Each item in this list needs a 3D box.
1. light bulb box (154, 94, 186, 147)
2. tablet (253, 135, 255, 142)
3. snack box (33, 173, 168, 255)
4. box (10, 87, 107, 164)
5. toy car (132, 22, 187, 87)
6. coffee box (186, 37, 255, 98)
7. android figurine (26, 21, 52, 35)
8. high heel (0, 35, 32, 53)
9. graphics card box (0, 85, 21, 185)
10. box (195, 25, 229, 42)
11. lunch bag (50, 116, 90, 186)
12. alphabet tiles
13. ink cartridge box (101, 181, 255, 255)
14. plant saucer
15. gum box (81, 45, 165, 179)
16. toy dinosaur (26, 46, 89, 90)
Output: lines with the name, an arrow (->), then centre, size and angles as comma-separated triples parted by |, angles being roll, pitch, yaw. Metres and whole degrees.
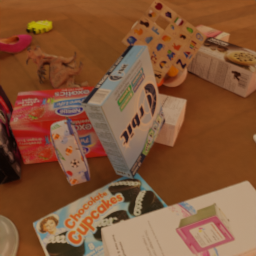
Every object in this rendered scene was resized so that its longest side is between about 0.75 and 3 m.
light bulb box -> 0.881, -0.309, 8.305 | 1.350, 0.843, 1.338 | 15, 43, 17
tablet -> 4.588, 0.971, 7.332 | 1.648, 0.173, 2.532 | -4, 40, -5
snack box -> -0.477, 2.018, 5.858 | 2.548, 0.473, 1.480 | -24, 46, -25
box -> -1.434, -0.120, 7.602 | 2.942, 1.467, 1.405 | -5, 41, -6
toy car -> 0.767, -2.453, 10.242 | 1.910, 2.229, 2.547 | -36, 41, 14
coffee box -> 3.701, -2.379, 10.557 | 1.520, 1.073, 2.689 | -31, 49, -31
android figurine -> -4.569, -5.267, 14.581 | 1.317, 0.297, 1.447 | 20, 46, 23
high heel -> -5.443, -3.894, 12.130 | 0.950, 1.353, 2.821 | 29, 48, 30
graphics card box -> -3.253, 0.107, 7.117 | 0.579, 1.428, 2.276 | -15, 46, -5
box -> 3.561, -3.905, 12.545 | 0.972, 0.828, 1.520 | -33, 50, -33
lunch bag -> -1.138, 0.429, 5.571 | 0.495, 1.311, 1.051 | -17, 7, -7
alphabet tiles -> 0.954, -2.312, 7.702 | 1.833, 0.083, 2.192 | 36, 71, -3
ink cartridge box -> 1.001, 2.167, 4.574 | 2.623, 1.895, 1.110 | -12, 42, -14
plant saucer -> -3.064, 2.357, 5.507 | 1.685, 0.423, 1.685 | 0, 41, 0
gum box -> 0.070, -0.310, 6.201 | 0.505, 2.269, 1.927 | 12, 51, 29
toy dinosaur -> -2.506, -1.886, 10.092 | 1.755, 1.111, 2.590 | -24, 61, -12
